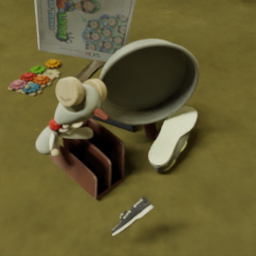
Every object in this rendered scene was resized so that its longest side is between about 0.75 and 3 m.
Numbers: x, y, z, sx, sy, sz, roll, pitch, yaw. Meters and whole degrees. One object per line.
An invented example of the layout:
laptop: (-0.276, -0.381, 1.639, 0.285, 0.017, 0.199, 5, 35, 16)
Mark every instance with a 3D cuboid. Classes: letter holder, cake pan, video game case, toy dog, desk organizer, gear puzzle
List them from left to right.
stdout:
gear puzzle: (-3.777, -2.344, 12.115, 1.449, 0.366, 2.797, 15, 43, 17)
toy dog: (-1.222, -0.080, 6.532, 1.616, 2.451, 1.180, -29, 70, -37)
video game case: (-1.034, -2.638, 6.612, 2.228, 2.448, 0.290, 8, 54, -8)
letter holder: (-1.198, 0.634, 7.774, 2.128, 1.512, 1.070, 33, 45, 31)
cake pan: (0.476, -1.154, 7.367, 2.749, 2.749, 0.504, -8, 50, -9)
desk organizer: (0.763, -0.246, 9.007, 0.447, 1.161, 0.416, 3, 27, 36)

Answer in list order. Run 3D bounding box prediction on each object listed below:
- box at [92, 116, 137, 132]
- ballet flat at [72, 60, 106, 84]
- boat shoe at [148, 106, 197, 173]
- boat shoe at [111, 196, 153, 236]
box: (-0.117, -1.250, 10.032, 1.742, 1.228, 2.354, 20, 51, 20)
ballet flat: (-1.364, -2.100, 10.649, 2.779, 0.644, 0.936, -35, 2, 14)
boat shoe: (1.350, 0.307, 8.313, 0.813, 0.680, 2.275, 23, 62, 28)
boat shoe: (0.032, 1.780, 5.621, 1.036, 0.383, 0.313, -42, 69, 15)
